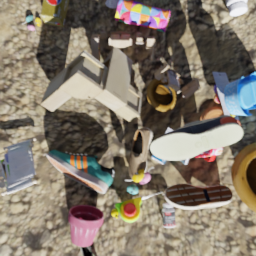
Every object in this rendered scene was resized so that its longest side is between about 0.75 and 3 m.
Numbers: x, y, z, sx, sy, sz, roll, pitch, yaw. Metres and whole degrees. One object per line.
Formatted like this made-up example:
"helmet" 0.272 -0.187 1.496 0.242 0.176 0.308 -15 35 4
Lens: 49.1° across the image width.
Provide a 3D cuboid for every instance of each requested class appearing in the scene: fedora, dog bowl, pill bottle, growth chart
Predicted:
"fedora" 5.224 1.933 10.410 2.910 1.187 2.910 -2 78 7
"fedora" 1.203 -1.240 10.936 1.433 0.584 1.433 6 80 -33
"dog bowl" 4.376 -1.238 10.432 2.492 0.618 1.389 -22 100 -42
"pill bottle" 1.535 3.311 10.616 0.485 0.485 0.838 -4 84 0
"pill bottle" 4.387 -5.399 11.441 0.812 0.812 1.432 -7 84 -1
"growth chart" -4.110 1.397 10.392 1.480 0.181 2.045 -13 61 -3

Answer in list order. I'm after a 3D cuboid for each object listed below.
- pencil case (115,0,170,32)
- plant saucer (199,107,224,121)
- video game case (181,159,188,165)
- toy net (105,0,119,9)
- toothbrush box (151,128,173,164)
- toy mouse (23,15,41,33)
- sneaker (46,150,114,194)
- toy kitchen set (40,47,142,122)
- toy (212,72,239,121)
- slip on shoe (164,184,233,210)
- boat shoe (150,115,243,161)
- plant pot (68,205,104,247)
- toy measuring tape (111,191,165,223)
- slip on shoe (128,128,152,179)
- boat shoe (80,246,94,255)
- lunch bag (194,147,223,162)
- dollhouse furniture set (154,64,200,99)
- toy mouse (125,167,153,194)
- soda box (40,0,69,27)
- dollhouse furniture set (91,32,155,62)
"pencil case" 0.552 -4.541 11.262 2.238 0.989 0.989 16 84 0
"plant saucer" 3.526 -0.199 11.156 1.332 0.215 1.332 0 84 0
"video game case" 2.214 0.737 10.633 0.102 0.808 1.129 18 99 -17
"toy net" 0.025 -5.996 11.677 2.506 0.484 1.314 -34 85 -3
"toothbrush box" 1.417 0.711 10.673 0.545 0.936 1.278 30 85 7
"toy mouse" -4.050 -4.375 11.645 0.814 0.177 0.916 0 84 0
"sneaker" -1.782 1.423 10.688 2.703 0.965 1.080 27 59 11
"toy kitchen set" -1.270 -1.598 11.013 2.860 2.580 2.333 33 48 -31
"toy" 3.702 -1.157 10.998 0.476 1.162 2.018 -23 81 42
"slip on shoe" 2.547 2.576 10.384 2.547 0.771 0.968 -2 57 -11
"boat shoe" 2.195 0.279 9.316 2.984 0.933 1.062 -16 118 12
"plant pot" -1.611 3.630 10.277 1.272 1.272 1.139 11 98 1
"toy measuring tape" 0.473 3.019 10.514 2.248 0.827 0.827 -13 84 -9
"slip on shoe" 0.377 0.993 10.482 0.784 0.624 2.061 21 101 29
"boat shoe" -1.468 4.884 10.470 0.462 0.416 1.306 -28 84 -3
"lunch bag" 2.866 0.556 10.370 0.649 1.584 1.395 -5 81 -13
"dollhouse furniture set" 1.849 -1.956 10.604 1.694 0.750 0.878 26 45 -31
"toy mouse" 0.415 2.000 10.079 1.452 1.291 0.281 -30 54 -35
"soda box" -2.873 -5.485 11.468 0.822 0.777 2.426 10 83 0
"dollhouse furniture set" -0.206 -3.169 11.174 2.397 1.242 1.061 0 121 -1
